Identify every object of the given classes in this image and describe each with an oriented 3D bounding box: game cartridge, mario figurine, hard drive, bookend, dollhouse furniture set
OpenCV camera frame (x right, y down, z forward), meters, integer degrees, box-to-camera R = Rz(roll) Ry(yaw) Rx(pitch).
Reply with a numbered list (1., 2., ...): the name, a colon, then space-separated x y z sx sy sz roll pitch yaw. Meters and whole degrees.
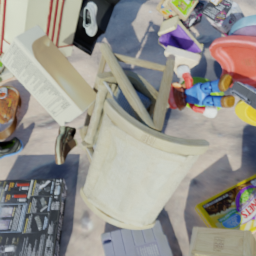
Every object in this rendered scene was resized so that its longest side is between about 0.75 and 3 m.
1. game cartridge: 0.378 3.458 6.335 1.605 0.475 2.477 -8 49 -12
2. mario figurine: 1.583 -0.835 6.358 1.700 0.901 1.049 6 79 47
3. hard drive: 2.795 -0.413 5.340 1.496 0.283 1.045 13 25 -26
4. bookend: -0.769 -4.213 9.244 1.215 2.637 2.621 27 65 -27
5. dollhouse furniture set: 3.103 2.899 6.207 2.840 2.002 1.990 -8 41 33

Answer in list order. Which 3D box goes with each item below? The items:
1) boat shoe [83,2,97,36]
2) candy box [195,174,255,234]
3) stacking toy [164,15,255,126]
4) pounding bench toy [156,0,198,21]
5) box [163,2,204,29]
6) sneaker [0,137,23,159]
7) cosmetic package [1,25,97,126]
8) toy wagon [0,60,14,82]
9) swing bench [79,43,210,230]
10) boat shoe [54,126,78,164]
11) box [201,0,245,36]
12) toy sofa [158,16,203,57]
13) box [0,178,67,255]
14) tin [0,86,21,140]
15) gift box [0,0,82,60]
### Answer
1. boat shoe: -1.034 -2.771 7.299 0.339 0.972 0.346 29 56 10
2. candy box: 3.179 2.124 7.537 2.465 0.326 1.260 -21 55 -17
3. stacking toy: 2.543 -1.457 6.958 2.706 2.989 1.263 12 64 32
4. pounding bench toy: 1.957 -4.925 10.705 1.480 0.919 1.154 -57 25 -1
5. box: 2.675 -5.511 13.702 1.734 0.995 1.145 -34 56 -27
6. sneaker: -4.023 0.714 8.543 1.545 0.640 0.548 -28 53 -22
7. cosmetic package: -1.611 -1.018 5.813 1.864 0.981 0.663 50 48 -14
8. toy wagon: -5.723 -2.546 11.489 2.359 0.467 1.830 5 49 5
9. swing bench: -0.009 0.231 5.600 1.703 2.612 2.626 9 42 -14
10. boat shoe: -1.173 0.286 5.406 0.388 0.388 1.050 -1 37 -5
11. box: 2.812 -3.215 8.159 0.821 0.713 1.243 48 23 26
12. toy sofa: 1.735 -2.775 9.173 0.675 1.630 0.796 -7 60 45
13. box: -2.687 2.514 6.986 1.996 0.630 2.531 -2 49 -2
14. tin: -4.519 -0.538 9.761 1.347 0.504 2.405 -1 49 -6
15. gift box: -2.906 -3.138 8.340 2.554 2.385 2.357 41 39 21
